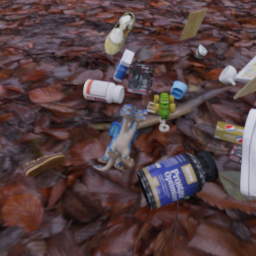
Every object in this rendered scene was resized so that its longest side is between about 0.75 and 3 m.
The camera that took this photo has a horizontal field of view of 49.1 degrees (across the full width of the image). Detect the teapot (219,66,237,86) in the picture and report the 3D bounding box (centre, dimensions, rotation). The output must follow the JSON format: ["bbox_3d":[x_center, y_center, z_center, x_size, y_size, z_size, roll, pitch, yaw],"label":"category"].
[{"bbox_3d":[4.535,-2.293,12.491,0.629,0.850,0.861,28,85,-6],"label":"teapot"}]

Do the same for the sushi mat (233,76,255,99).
[{"bbox_3d":[4.561,-1.774,9.254,1.242,2.597,0.157,-21,72,-16],"label":"sushi mat"}]

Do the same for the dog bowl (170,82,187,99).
[{"bbox_3d":[2.042,-1.513,11.453,0.594,1.066,0.264,26,74,5],"label":"dog bowl"}]

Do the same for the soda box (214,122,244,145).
[{"bbox_3d":[4.532,0.270,11.824,1.636,0.524,0.554,16,44,17],"label":"soda box"}]

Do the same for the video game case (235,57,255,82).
[{"bbox_3d":[5.484,-2.450,10.944,1.825,0.230,2.006,-45,24,-5],"label":"video game case"}]

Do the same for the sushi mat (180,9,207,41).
[{"bbox_3d":[2.694,-4.281,11.673,0.785,1.640,0.099,-17,72,-11],"label":"sushi mat"}]

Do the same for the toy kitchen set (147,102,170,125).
[{"bbox_3d":[1.271,-0.712,12.742,1.056,1.171,0.955,14,83,17],"label":"toy kitchen set"}]

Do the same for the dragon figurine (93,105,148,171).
[{"bbox_3d":[-0.210,0.377,7.604,0.782,2.657,1.321,22,60,-7],"label":"dragon figurine"}]

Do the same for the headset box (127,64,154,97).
[{"bbox_3d":[0.380,-1.463,8.703,0.710,0.954,0.368,16,19,26],"label":"headset box"}]

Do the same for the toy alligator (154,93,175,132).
[{"bbox_3d":[0.980,-0.536,7.456,0.540,0.391,1.628,0,38,3],"label":"toy alligator"}]

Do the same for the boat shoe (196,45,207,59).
[{"bbox_3d":[3.004,-3.144,11.635,0.395,0.355,1.117,43,30,-4],"label":"boat shoe"}]

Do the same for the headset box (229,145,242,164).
[{"bbox_3d":[4.410,1.066,11.038,0.822,0.317,0.612,22,45,26],"label":"headset box"}]

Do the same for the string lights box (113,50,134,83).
[{"bbox_3d":[-0.185,-2.327,10.632,0.345,1.172,0.602,23,59,-8],"label":"string lights box"}]

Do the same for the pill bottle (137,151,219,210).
[{"bbox_3d":[1.359,1.368,7.719,2.038,1.140,1.140,-20,43,-6],"label":"pill bottle"}]

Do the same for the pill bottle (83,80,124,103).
[{"bbox_3d":[-1.190,-1.769,13.881,1.831,1.003,1.003,11,41,14],"label":"pill bottle"}]

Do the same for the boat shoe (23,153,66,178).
[{"bbox_3d":[-3.171,1.288,10.585,1.567,0.552,0.551,-21,47,-23],"label":"boat shoe"}]

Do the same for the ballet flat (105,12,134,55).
[{"bbox_3d":[-0.314,-3.758,10.949,0.726,0.726,2.055,19,63,21],"label":"ballet flat"}]

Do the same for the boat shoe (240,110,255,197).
[{"bbox_3d":[3.297,0.661,7.009,0.739,2.260,0.832,7,21,33],"label":"boat shoe"}]
